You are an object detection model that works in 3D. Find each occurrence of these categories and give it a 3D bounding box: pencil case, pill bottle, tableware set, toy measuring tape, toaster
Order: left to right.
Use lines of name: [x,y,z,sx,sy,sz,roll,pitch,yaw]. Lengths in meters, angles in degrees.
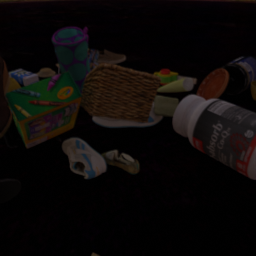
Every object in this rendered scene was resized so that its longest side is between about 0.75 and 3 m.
toaster: [-3.253,-0.309,9.027,1.647,1.822,1.081,-17,28,-16]
tableware set: [-3.318,-2.855,14.542,2.374,0.330,2.841,-24,39,-34]
pencil case: [-1.910,-2.270,10.683,1.336,2.891,1.230,-17,46,-9]
toy measuring tape: [2.085,-2.292,13.168,2.154,0.793,0.793,19,36,31]
pill bottle: [2.828,0.127,8.220,1.670,1.670,2.884,-23,37,-33]
pill bottle: [5.288,-2.519,12.907,1.400,1.400,2.504,26,39,36]

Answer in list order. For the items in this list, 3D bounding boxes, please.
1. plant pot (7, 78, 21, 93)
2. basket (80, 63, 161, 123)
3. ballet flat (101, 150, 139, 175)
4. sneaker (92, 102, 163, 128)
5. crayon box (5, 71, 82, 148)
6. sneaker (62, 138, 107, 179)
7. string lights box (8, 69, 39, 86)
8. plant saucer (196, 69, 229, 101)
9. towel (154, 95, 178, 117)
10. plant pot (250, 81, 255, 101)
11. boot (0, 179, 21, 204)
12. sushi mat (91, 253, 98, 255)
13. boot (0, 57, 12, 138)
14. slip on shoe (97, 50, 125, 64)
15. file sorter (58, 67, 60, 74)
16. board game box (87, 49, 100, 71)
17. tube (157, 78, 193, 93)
plant pot: [-5.248,-1.801,12.371,1.010,0.717,1.010,0,31,0]
basket: [-0.245,-0.984,7.170,1.738,1.295,1.241,6,20,-28]
ballet flat: [-0.267,0.899,8.108,1.375,0.486,0.486,20,36,30]
sneaker: [0.187,-0.746,9.964,2.955,1.193,1.130,-6,28,-36]
crayon box: [-2.065,-0.345,7.003,1.449,2.440,0.711,-26,81,-22]
sneaker: [-1.423,0.832,8.007,0.714,0.676,1.768,-25,37,-38]
string lights box: [-5.130,-2.468,13.774,1.407,0.415,0.723,21,37,31]
plant saucer: [3.098,-1.478,10.253,0.240,1.484,1.484,30,25,-19]
towel: [1.380,-0.763,10.058,1.022,0.758,0.186,6,-13,-24]
plant pot: [5.675,-1.526,11.936,0.970,0.689,0.970,0,30,0]
boot: [-3.814,1.258,7.289,1.950,0.675,1.697,-12,33,-14]
sushi mat: [-0.256,2.830,5.230,1.281,0.078,0.613,13,33,21]
boot: [-3.780,-1.154,7.022,0.950,2.184,2.625,-10,55,1]
slip on shoe: [-1.300,-4.212,16.415,2.334,0.707,0.887,-4,31,-6]
file sorter: [-2.450,-2.526,11.509,0.518,0.832,0.578,24,37,-29]
board game box: [-1.489,-2.708,11.567,0.313,1.015,1.014,18,5,-43]
tube: [1.723,-1.553,10.643,0.541,0.484,1.864,29,-10,-21]
